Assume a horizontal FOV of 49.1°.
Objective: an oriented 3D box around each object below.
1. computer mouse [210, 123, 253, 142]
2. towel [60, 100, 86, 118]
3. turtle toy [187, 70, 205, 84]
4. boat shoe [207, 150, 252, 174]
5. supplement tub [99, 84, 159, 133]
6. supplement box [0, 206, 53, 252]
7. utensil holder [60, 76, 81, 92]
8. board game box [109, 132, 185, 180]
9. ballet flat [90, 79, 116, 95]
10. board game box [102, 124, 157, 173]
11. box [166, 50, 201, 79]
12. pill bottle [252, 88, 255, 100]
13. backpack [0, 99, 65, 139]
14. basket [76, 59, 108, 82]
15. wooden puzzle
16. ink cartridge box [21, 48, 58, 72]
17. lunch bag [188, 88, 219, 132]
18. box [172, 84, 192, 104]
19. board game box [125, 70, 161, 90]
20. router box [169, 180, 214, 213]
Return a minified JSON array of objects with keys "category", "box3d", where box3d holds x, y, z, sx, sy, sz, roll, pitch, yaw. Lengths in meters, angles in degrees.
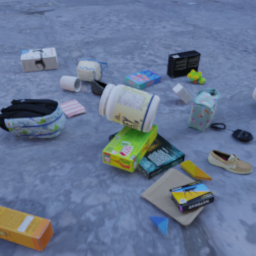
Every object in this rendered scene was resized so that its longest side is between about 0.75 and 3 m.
[{"category":"computer mouse","box3d":[4.159,0.194,11.336,1.770,0.301,0.519,25,55,38]},{"category":"towel","box3d":[-2.596,-0.879,12.848,0.922,0.188,1.260,-21,37,-27]},{"category":"turtle toy","box3d":[3.648,-2.673,15.017,1.026,0.519,0.748,20,41,24]},{"category":"boat shoe","box3d":[3.550,1.160,9.741,1.506,0.500,0.557,14,38,19]},{"category":"supplement tub","box3d":[0.044,-0.725,9.859,1.866,1.353,1.353,18,39,7]},{"category":"supplement box","box3d":[-3.041,2.659,7.561,1.919,0.639,0.660,10,37,12]},{"category":"utensil holder","box3d":[-2.940,-2.260,14.293,0.857,0.728,0.728,11,37,19]},{"category":"board game box","box3d":[0.632,0.744,10.445,1.694,0.353,2.505,-22,41,-27]},{"category":"ballet flat","box3d":[-0.719,-1.888,13.781,2.437,0.692,0.810,9,37,12]},{"category":"board game box","box3d":[0.118,0.540,9.957,1.126,0.528,2.216,16,38,20]},{"category":"box","box3d":[3.085,-3.556,15.639,1.726,1.218,0.681,-14,38,-19]},{"category":"pill bottle","box3d":[6.678,-1.152,12.285,1.259,1.259,2.273,-22,41,-27]},{"category":"backpack","box3d":[-3.648,-0.421,11.173,2.251,1.730,1.836,-13,27,20]},{"category":"basket","box3d":[-2.032,-3.218,15.221,1.444,1.139,1.638,12,46,15]},{"category":"wooden puzzle","box3d":[1.561,2.078,8.670,2.811,0.329,1.897,-27,40,-32]},{"category":"ink cartridge box","box3d":[-5.253,-4.061,16.656,1.979,0.829,1.436,-9,37,-12]},{"category":"lunch bag","box3d":[3.205,-0.828,11.766,0.945,1.321,1.550,22,44,20]},{"category":"box","box3d":[2.559,-1.615,13.202,0.419,0.788,0.600,-44,26,11]},{"category":"board game box","box3d":[0.806,-2.616,15.076,1.577,0.355,1.199,-25,43,-30]},{"category":"router box","box3d":[1.861,2.006,8.264,1.066,0.272,0.795,-14,30,-15]}]
